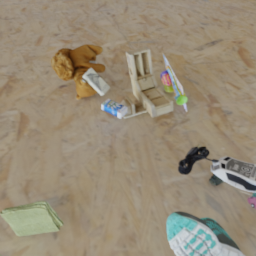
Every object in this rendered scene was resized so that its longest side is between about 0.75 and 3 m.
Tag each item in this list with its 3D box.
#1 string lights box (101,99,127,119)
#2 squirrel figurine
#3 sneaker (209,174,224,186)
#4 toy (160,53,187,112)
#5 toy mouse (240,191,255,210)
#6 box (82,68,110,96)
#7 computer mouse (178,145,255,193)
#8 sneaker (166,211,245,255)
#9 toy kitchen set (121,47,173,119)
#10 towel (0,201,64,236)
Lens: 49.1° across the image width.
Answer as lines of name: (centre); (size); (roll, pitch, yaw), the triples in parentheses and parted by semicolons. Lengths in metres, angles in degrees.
string lights box: (-0.568, -0.797, 11.552); (0.994, 0.293, 0.511); (26, 48, 24)
squirrel figurine: (-2.402, -2.579, 13.208); (2.637, 1.866, 2.461); (10, 56, -23)
sneaker: (2.835, 1.571, 9.052); (0.470, 0.821, 0.314); (-30, 38, -13)
toy: (1.900, -2.012, 12.704); (0.637, 1.554, 2.699); (-22, 46, 2)
toy mouse: (3.700, 2.033, 7.831); (1.316, 0.255, 1.169); (2, 26, -43)
box: (-1.411, -2.031, 12.435); (0.495, 1.205, 0.412); (-54, 19, -21)
computer mouse: (2.973, 1.331, 8.331); (2.725, 0.598, 1.494); (19, 31, 28)
sneaker: (1.816, 2.678, 6.909); (1.042, 2.686, 1.225); (-43, 26, 14)
toy kitchen set: (0.422, -1.814, 11.807); (1.985, 2.195, 2.433); (-18, 34, -10)
towel: (-2.588, 2.459, 7.569); (1.465, 1.087, 0.267); (-15, 29, 12)
